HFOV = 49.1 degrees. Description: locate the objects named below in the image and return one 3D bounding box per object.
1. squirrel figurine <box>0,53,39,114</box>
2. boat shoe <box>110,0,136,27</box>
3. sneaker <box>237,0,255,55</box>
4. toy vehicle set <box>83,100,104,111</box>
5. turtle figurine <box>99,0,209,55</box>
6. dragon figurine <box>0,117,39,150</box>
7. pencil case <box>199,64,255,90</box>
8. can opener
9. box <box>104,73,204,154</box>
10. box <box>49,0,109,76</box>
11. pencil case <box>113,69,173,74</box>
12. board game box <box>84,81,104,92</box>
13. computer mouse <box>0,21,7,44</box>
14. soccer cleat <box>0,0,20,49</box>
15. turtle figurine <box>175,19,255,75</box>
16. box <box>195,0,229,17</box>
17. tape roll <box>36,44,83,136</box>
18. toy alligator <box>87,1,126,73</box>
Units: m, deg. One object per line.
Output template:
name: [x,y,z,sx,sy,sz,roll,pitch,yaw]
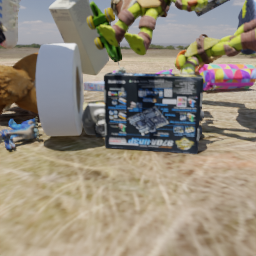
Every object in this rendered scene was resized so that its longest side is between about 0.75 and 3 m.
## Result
squirrel figurine: [-3.449,-1.252,8.563,2.596,1.968,2.781,6,14,41]
boat shoe: [-0.158,-3.046,7.112,0.634,0.669,1.767,12,32,-5]
sneaker: [3.498,-2.761,7.217,1.123,1.010,2.731,21,51,5]
toy vehicle set: [-0.714,-0.664,9.232,1.993,0.264,1.238,-10,19,-30]
turtle figurine: [0.303,-2.454,5.430,2.473,1.995,0.797,30,-12,13]
dragon figurine: [-2.514,0.042,6.533,0.803,0.476,1.616,-5,19,-17]
pencil case: [4.654,-2.369,13.259,2.916,1.289,1.289,-7,18,-19]
can opener: [0.316,-0.232,6.937,2.926,0.780,0.978,1,18,0]
box: [0.497,-0.323,5.827,1.988,1.580,0.457,3,18,10]
box: [-1.507,-2.992,9.137,0.842,2.464,1.012,13,53,28]
pencil case: [0.549,-1.660,10.865,2.637,1.219,1.122,-5,7,-23]
board game box: [-1.460,-2.070,13.687,1.260,0.389,1.261,4,18,12]
computer mouse: [-3.504,-1.779,5.624,0.514,1.286,2.345,-10,42,33]
soccer cleat: [-3.144,-3.068,7.105,1.006,2.329,0.814,7,46,12]
turtle figurine: [1.943,-1.791,6.479,2.150,0.859,2.666,-15,13,35]
box: [2.859,-4.195,8.712,1.612,0.280,0.887,-17,46,38]
tape roll: [-1.546,-0.877,6.672,0.764,2.183,2.183,-2,17,-4]
toy alligator: [-0.442,-2.095,6.796,0.634,1.912,0.459,-14,16,21]
